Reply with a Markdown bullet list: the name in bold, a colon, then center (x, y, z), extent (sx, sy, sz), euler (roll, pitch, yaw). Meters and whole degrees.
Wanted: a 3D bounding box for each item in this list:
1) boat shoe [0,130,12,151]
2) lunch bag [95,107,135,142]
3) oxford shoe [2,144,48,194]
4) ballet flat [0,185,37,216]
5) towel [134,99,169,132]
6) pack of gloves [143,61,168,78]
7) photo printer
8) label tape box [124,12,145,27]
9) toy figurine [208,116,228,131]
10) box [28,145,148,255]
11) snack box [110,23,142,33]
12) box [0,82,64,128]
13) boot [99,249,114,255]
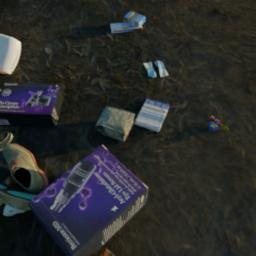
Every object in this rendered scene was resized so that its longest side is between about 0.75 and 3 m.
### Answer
- **boat shoe**: center (-5.377, 0.592, 10.049), extent (2.304, 0.764, 0.861), euler (-22, 60, -19)
- **lunch bag**: center (-0.520, -0.185, 10.671), extent (1.250, 0.735, 1.025), euler (20, 57, 8)
- **oxford shoe**: center (-3.617, 1.255, 9.421), extent (2.312, 0.865, 0.814), euler (38, 89, 24)
- **ballet flat**: center (-3.938, 2.311, 8.943), extent (2.652, 0.935, 0.866), euler (14, 80, 14)
- **towel**: center (0.972, -0.522, 11.260), extent (1.061, 0.172, 1.445), euler (17, 54, 14)
- **pack of gloves**: center (1.260, -2.730, 12.808), extent (0.884, 0.208, 1.052), euler (-11, 55, -9)
- **photo printer**: center (-5.856, -3.359, 12.566), extent (2.019, 0.701, 1.680), euler (18, 90, 12)
- **label tape box**: center (0.336, -5.656, 14.591), extent (0.935, 0.309, 0.670), euler (27, 57, 20)
- **toy figurine**: center (3.400, -0.027, 10.883), extent (0.503, 0.443, 0.839), euler (-48, 61, 3)
- **box**: center (-1.119, 2.292, 8.442), extent (2.089, 1.473, 2.824), euler (39, 63, 24)
- **snack box**: center (-0.105, -5.248, 14.604), extent (1.600, 0.195, 0.575), euler (-7, 55, -5)
- **box**: center (-3.911, -0.918, 11.105), extent (2.309, 0.911, 1.630), euler (2, 52, 2)
- **boot**: center (-1.040, 3.962, 7.772), extent (1.840, 0.678, 1.423), euler (35, 62, 8)
